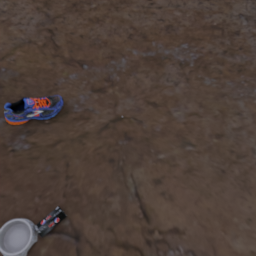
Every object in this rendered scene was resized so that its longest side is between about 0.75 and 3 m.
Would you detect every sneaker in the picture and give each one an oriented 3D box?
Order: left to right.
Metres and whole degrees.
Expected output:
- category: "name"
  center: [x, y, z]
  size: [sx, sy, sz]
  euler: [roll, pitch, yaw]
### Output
- category: "sneaker"
  center: [-3.719, -0.791, 11.019]
  size: [2.378, 0.933, 0.896]
  euler: [-19, 63, -11]

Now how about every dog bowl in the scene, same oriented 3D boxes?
- category: "dog bowl"
  center: [-3.540, 3.477, 8.879]
  size: [1.240, 0.364, 1.240]
  euler: [0, 59, 1]

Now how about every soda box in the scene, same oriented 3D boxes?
- category: "soda box"
  center: [-2.520, 3.043, 9.083]
  size: [0.994, 0.352, 0.315]
  euler: [-38, 33, -20]
